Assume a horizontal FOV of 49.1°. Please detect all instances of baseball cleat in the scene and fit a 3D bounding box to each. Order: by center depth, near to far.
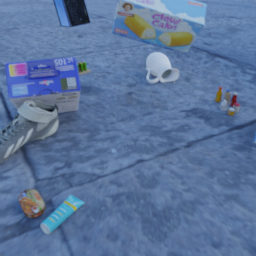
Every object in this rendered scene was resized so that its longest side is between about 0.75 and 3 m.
[{"bbox_3d":[-3.212,0.031,7.798,0.989,1.510,2.837,38,47,19],"label":"baseball cleat"}]

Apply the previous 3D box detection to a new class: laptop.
[{"bbox_3d":[-1.375,-2.891,6.863,0.816,0.723,0.421,-18,13,-15],"label":"laptop"}]

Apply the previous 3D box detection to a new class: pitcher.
[{"bbox_3d":[1.313,-2.703,12.860,1.456,1.029,1.697,-19,46,-11],"label":"pitcher"}]

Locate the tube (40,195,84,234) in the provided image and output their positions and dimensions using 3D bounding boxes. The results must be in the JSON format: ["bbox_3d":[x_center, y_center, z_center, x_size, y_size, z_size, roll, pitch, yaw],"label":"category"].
[{"bbox_3d":[-1.434,1.859,6.108,0.408,0.265,1.053,28,35,18],"label":"tube"}]

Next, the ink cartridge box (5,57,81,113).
[{"bbox_3d":[-2.566,-1.259,8.795,2.024,1.132,2.967,-9,-6,-13],"label":"ink cartridge box"}]

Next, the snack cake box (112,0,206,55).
[{"bbox_3d":[1.036,-3.871,9.992,2.967,1.706,0.997,14,68,-6],"label":"snack cake box"}]

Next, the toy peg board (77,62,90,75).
[{"bbox_3d":[-2.538,-2.962,13.638,1.004,0.491,0.999,-25,40,-35],"label":"toy peg board"}]

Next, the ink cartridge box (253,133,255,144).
[{"bbox_3d":[4.711,-0.213,8.528,1.174,1.180,1.608,19,36,28],"label":"ink cartridge box"}]

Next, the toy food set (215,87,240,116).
[{"bbox_3d":[3.743,-1.020,10.405,0.615,0.580,1.289,-3,32,-4],"label":"toy food set"}]

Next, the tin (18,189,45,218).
[{"bbox_3d":[-2.198,1.715,6.391,0.470,0.176,0.839,-24,39,-26],"label":"tin"}]
